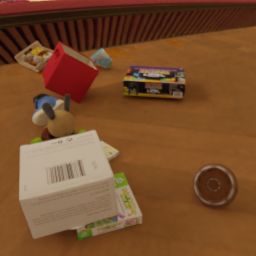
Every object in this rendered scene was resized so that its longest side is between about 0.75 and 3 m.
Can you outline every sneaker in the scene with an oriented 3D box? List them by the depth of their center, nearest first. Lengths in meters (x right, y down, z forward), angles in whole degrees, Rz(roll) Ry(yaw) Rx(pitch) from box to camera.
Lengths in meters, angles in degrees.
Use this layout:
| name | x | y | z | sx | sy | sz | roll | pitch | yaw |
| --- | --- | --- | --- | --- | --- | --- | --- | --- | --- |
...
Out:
| name | x | y | z | sx | sy | sz | roll | pitch | yaw |
| --- | --- | --- | --- | --- | --- | --- | --- | --- | --- |
| sneaker | -3.737 | -0.842 | 12.027 | 1.166 | 0.805 | 2.096 | 23 | 32 | 10 |
| sneaker | -1.727 | -3.955 | 17.108 | 1.840 | 1.201 | 0.732 | -16 | 40 | 52 |

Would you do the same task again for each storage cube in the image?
| name | x | y | z | sx | sy | sz | roll | pitch | yaw |
| --- | --- | --- | --- | --- | --- | --- | --- | --- | --- |
| storage cube | -2.818 | -2.642 | 13.360 | 2.119 | 1.905 | 1.811 | 23 | 21 | -33 |

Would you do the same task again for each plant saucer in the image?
| name | x | y | z | sx | sy | sz | roll | pitch | yaw |
| --- | --- | --- | --- | --- | --- | --- | --- | --- | --- |
| plant saucer | 2.463 | 1.644 | 8.036 | 1.284 | 1.284 | 0.206 | 20 | -3 | 28 |

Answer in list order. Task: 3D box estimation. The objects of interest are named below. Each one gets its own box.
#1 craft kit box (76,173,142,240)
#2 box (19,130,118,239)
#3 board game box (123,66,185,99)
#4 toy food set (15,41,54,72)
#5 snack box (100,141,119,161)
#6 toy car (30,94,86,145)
| name | x | y | z | sx | sy | sz | roll | pitch | yaw |
| --- | --- | --- | --- | --- | --- | --- | --- | --- | --- |
| craft kit box | -0.717 | 2.169 | 8.052 | 1.768 | 0.434 | 1.790 | -8 | 34 | -17 |
| box | -1.626 | 1.391 | 7.539 | 2.207 | 1.450 | 2.218 | -12 | 33 | -13 |
| board game box | 1.388 | -2.411 | 14.414 | 2.988 | 0.847 | 2.470 | 4 | 31 | 6 |
| toy food set | -5.557 | -4.529 | 17.255 | 2.679 | 0.809 | 1.923 | 27 | 62 | 35 |
| snack box | -0.854 | 0.842 | 10.245 | 0.932 | 0.173 | 0.542 | 29 | 44 | 36 |
| toy car | -2.483 | -0.120 | 9.946 | 1.661 | 2.105 | 1.729 | 25 | 41 | 32 |
